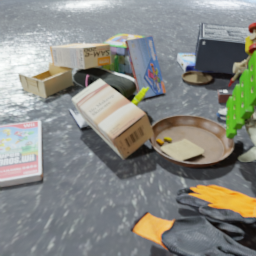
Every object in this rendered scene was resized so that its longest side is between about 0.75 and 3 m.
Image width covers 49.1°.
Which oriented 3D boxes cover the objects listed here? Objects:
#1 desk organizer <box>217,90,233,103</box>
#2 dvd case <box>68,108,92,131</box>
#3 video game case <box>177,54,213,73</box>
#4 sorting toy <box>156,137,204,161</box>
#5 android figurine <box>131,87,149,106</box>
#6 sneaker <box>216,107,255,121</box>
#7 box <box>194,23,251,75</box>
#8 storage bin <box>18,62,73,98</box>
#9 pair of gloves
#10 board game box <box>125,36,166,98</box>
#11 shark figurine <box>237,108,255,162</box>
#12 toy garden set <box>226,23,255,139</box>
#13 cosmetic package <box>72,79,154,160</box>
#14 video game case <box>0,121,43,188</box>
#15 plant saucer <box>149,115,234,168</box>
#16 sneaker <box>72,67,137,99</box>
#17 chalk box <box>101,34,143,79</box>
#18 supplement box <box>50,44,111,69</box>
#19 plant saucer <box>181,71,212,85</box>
[{"bbox_3d":[4.190,-1.279,11.371,1.058,0.407,0.379,0,35,8],"label":"desk organizer"},{"bbox_3d":[-1.458,-0.441,10.387,1.124,0.185,1.495,-15,37,-21],"label":"dvd case"},{"bbox_3d":[3.726,-3.430,14.688,1.945,0.442,1.763,-2,33,-5],"label":"video game case"},{"bbox_3d":[1.524,0.623,8.632,0.996,0.179,1.337,-17,31,-29],"label":"sorting toy"},{"bbox_3d":[0.323,-0.998,10.313,0.262,1.276,1.161,41,27,-2],"label":"android figurine"},{"bbox_3d":[4.017,-0.733,10.368,1.636,0.697,0.630,-11,35,-15],"label":"sneaker"},{"bbox_3d":[4.586,-3.802,13.430,2.607,1.606,2.586,9,35,9],"label":"box"},{"bbox_3d":[-3.635,-2.190,12.489,1.722,0.813,1.735,21,39,29],"label":"storage bin"},{"bbox_3d":[1.836,1.860,5.704,2.663,0.370,2.989,9,14,35],"label":"pair of gloves"},{"bbox_3d":[0.736,-2.526,11.722,1.261,2.449,0.238,-16,6,-23],"label":"board game box"},{"bbox_3d":[4.170,-0.018,8.659,1.285,1.839,3.078,21,50,-48],"label":"shark figurine"},{"bbox_3d":[3.307,-1.200,7.703,0.545,2.732,2.277,5,70,7],"label":"toy garden set"},{"bbox_3d":[-0.537,-0.355,8.879,1.307,1.103,2.528,-40,49,-13],"label":"cosmetic package"},{"bbox_3d":[-3.690,0.729,8.539,2.055,0.251,2.874,-8,34,-13],"label":"video game case"},{"bbox_3d":[1.934,0.428,8.829,2.614,0.450,2.614,0,34,0],"label":"plant saucer"},{"bbox_3d":[-1.196,-1.794,11.632,2.969,1.050,1.472,15,30,14],"label":"sneaker"},{"bbox_3d":[-0.255,-3.265,13.327,1.687,1.695,2.725,13,34,19],"label":"chalk box"},{"bbox_3d":[-2.073,-3.154,12.142,2.393,0.880,1.508,16,28,41],"label":"supplement box"},{"bbox_3d":[3.244,-2.352,13.295,1.407,0.207,1.407,0,34,0],"label":"plant saucer"}]
